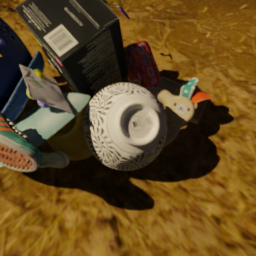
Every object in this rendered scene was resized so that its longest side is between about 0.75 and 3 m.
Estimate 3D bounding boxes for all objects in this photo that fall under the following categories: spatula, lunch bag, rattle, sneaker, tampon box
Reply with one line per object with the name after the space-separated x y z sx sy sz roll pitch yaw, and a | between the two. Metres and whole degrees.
-0.607 -4.321 9.761 1.688 0.173 0.477 27 33 -21 | spatula
0.496 -2.129 9.692 0.669 1.634 1.439 -14 13 42 | lunch bag
1.085 -0.604 7.462 2.852 2.037 1.856 -20 68 1 | rattle
-2.074 0.891 7.336 1.271 0.464 0.450 -6 14 37 | sneaker
-2.502 0.119 5.564 2.178 0.777 0.870 21 44 16 | sneaker
-1.402 -2.349 8.051 1.794 2.842 2.130 -39 74 -8 | tampon box

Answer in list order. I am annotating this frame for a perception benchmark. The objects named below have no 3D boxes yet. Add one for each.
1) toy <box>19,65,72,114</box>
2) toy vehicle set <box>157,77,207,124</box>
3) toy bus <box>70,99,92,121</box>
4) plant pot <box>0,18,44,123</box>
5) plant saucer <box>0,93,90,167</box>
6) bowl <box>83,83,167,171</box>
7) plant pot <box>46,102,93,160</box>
-1.996 -0.811 6.457 1.001 0.411 1.739 22 23 -38 | toy
1.594 -0.872 8.739 1.622 0.215 1.008 24 67 9 | toy vehicle set
-1.004 -0.345 8.530 2.334 0.760 0.914 -29 55 -24 | toy bus
-3.888 -1.312 7.736 2.267 2.522 2.521 32 47 -23 | plant pot
-2.349 -0.174 7.293 2.968 0.571 2.968 -31 19 12 | plant saucer
0.106 -0.054 6.668 2.242 1.052 2.242 1 87 -16 | bowl
-1.555 -0.085 7.458 1.756 1.246 1.756 -2 76 9 | plant pot
